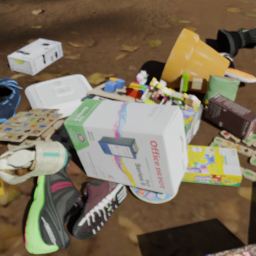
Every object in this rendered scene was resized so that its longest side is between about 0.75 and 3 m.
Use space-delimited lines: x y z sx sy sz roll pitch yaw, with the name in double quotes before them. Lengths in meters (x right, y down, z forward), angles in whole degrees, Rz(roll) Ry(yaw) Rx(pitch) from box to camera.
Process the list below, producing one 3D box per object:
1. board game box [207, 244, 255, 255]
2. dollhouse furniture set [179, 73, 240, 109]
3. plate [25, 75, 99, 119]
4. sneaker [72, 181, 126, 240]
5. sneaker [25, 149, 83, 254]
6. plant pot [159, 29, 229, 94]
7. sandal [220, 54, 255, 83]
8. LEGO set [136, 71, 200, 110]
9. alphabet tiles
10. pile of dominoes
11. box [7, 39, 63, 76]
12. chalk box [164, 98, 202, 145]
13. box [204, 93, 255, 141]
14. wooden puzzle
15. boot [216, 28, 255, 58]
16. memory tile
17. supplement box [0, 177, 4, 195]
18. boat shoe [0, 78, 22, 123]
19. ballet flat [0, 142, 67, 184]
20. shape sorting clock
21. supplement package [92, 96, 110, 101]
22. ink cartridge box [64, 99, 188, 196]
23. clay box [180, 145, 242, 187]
"board game box" 2.293 2.945 4.930 2.144 1.709 1.038 -8 39 -10
"dollhouse furniture set" 2.886 -1.122 10.190 2.066 1.353 1.037 10 37 12
"plate" -2.622 -1.363 11.246 2.630 0.426 2.636 -18 42 -20
"sneaker" -0.942 1.963 7.083 1.035 0.678 1.792 18 38 34
"sneaker" -1.747 1.769 7.093 1.222 1.120 2.918 12 42 -12
"plant pot" 2.731 -2.432 11.304 2.155 2.354 2.354 26 44 6
"sandal" 4.400 -2.804 12.385 1.135 0.849 2.962 -11 32 -39
"LEGO set" 1.142 -0.894 8.699 2.165 0.996 0.806 33 88 23
"alphabet tiles" -3.269 -0.156 9.173 1.841 0.070 2.213 3 29 20
"pile of dominoes" 3.939 0.753 8.640 2.683 0.427 2.091 23 44 25
"box" -4.444 -3.489 13.618 1.377 0.710 2.361 17 42 20
"chalk box" 1.481 -0.026 9.030 1.139 1.145 1.840 21 42 24
"box" 3.467 -0.394 9.489 0.617 0.825 1.647 -31 50 -31
"wooden puzzle" -0.150 -1.441 10.592 2.361 0.547 2.187 10 18 8
"boot" 5.909 -4.436 14.459 2.198 1.106 2.940 4 39 4
"memory tile" -2.671 0.525 9.122 2.147 0.180 1.646 -27 46 -28
"supplement box" -4.883 0.163 7.358 1.951 2.938 2.898 -18 43 -21
"boat shoe" -4.665 -1.309 10.763 1.145 0.934 2.721 -14 41 -16
"ballet flat" -2.717 0.828 7.039 0.917 2.942 0.992 10 67 -48
"shape sorting clock" 0.708 1.528 7.815 1.377 0.270 1.377 0 39 0
"supplement package" -1.134 -0.333 9.537 0.678 0.952 1.222 18 43 25
"ink cartridge box" 0.005 0.435 7.335 2.783 2.022 1.218 6 41 27
"clay box" 2.136 1.047 8.071 1.961 0.467 1.127 3 38 9
